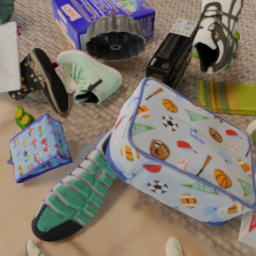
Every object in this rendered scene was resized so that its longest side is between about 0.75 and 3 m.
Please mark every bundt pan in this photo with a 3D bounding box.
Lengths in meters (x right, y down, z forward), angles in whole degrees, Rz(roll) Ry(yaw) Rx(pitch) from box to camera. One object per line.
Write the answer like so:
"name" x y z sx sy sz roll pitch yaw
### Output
"bundt pan" -0.375 -2.617 8.060 1.822 1.822 0.684 -3 79 -2

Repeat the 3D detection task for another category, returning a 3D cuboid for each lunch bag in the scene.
"lunch bag" -2.050 0.500 6.072 1.370 0.645 1.032 -26 65 9
"lunch bag" 1.148 0.394 5.486 2.921 1.104 2.340 29 42 -11

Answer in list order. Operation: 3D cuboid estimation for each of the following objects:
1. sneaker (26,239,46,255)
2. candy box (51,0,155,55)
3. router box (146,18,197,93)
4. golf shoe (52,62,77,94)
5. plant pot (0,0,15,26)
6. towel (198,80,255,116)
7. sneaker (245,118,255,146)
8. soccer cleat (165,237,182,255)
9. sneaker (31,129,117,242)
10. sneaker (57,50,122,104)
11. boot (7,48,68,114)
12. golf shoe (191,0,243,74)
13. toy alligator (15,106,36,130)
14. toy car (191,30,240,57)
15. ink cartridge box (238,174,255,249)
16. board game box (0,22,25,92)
"sneaker" -1.515 2.402 4.982 0.446 0.336 0.954 -13 51 -26
"candy box" -0.869 -3.769 9.596 2.788 1.074 2.357 -21 55 -18
"router box" 1.110 -1.518 7.315 0.579 1.692 2.268 20 53 16
"golf shoe" -1.863 -1.439 8.004 0.458 0.557 1.217 -37 61 -27
"plant pot" -5.345 -4.598 9.741 2.151 2.196 2.196 25 54 10
"towel" 3.339 -0.844 7.701 2.769 0.250 1.192 4 51 3
"sneaker" 4.074 0.175 6.541 2.358 0.791 1.058 -10 53 -2
"soccer cleat" 0.830 2.295 4.861 0.333 0.372 0.960 26 34 -4
"sneaker" -0.944 1.092 5.877 2.676 0.996 1.171 -47 22 -18
"sneaker" -1.377 -1.407 7.798 2.138 0.787 1.261 24 53 18
"boot" -2.468 -1.046 7.468 1.337 1.776 0.650 -21 11 23
"golf shoe" 2.094 -2.513 6.737 0.972 2.499 1.181 11 32 44
"toy alligator" -2.438 -0.038 6.936 1.452 0.431 0.394 39 91 27
"toy car" 2.790 -3.196 8.629 1.436 1.820 1.495 28 56 22
"ink cartridge box" 2.854 1.490 5.197 1.061 1.066 1.467 20 53 13
"board game box" -3.408 -1.780 7.427 1.679 1.680 0.217 -2 2 30
